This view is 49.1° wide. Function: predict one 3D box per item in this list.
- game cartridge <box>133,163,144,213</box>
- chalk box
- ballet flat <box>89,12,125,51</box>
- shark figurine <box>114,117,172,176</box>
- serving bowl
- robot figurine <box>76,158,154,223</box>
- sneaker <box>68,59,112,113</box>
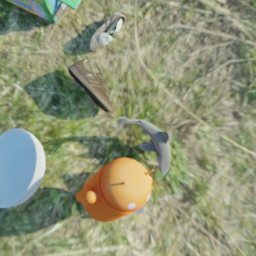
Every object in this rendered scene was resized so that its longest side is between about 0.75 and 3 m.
[{"bbox_3d":[0.001,1.705,7.928,0.901,0.267,1.389,-2,91,-8],"label":"game cartridge"},{"bbox_3d":[-2.699,-4.645,8.495,2.925,1.811,1.820,26,82,5],"label":"chalk box"},{"bbox_3d":[-0.627,-3.014,8.808,0.518,0.525,1.541,32,84,33],"label":"ballet flat"},{"bbox_3d":[0.682,0.168,7.770,2.095,0.874,1.251,44,65,-10],"label":"shark figurine"},{"bbox_3d":[-3.100,1.148,7.850,2.162,0.711,2.162,-9,69,26],"label":"serving bowl"},{"bbox_3d":[-0.324,1.545,6.837,1.620,2.252,1.313,29,50,-17],"label":"robot figurine"},{"bbox_3d":[-0.989,-1.310,8.426,0.687,0.641,1.820,-42,92,-15],"label":"sneaker"}]
